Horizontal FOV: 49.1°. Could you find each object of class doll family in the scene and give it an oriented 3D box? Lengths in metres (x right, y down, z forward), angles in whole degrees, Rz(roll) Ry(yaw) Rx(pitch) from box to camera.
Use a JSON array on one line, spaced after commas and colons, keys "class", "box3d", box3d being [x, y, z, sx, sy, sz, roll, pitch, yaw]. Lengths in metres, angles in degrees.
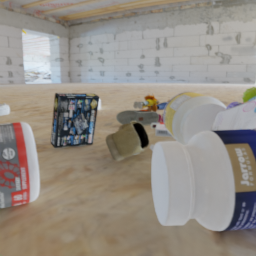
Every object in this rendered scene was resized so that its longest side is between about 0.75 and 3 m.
[{"class": "doll family", "box3d": [1.399, -1.018, 13.350, 2.719, 1.225, 1.688, 10, 16, 40]}]

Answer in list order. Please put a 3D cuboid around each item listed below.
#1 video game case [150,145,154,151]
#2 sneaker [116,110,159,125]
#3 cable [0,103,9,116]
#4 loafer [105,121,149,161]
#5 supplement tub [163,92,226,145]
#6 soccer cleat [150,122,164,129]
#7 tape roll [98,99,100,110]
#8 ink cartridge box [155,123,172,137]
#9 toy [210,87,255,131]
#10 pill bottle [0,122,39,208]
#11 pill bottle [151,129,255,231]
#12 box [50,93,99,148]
[{"class": "video game case", "box3d": [1.079, 0.799, 6.088, 1.054, 0.133, 1.158, 32, 3, -19]}, {"class": "sneaker", "box3d": [0.272, -0.407, 12.176, 1.907, 0.713, 1.013, 1, 3, -22]}, {"class": "cable", "box3d": [-7.045, -0.943, 14.765, 1.469, 0.509, 1.469, -11, 18, -38]}, {"class": "loafer", "box3d": [0.167, 0.294, 7.429, 0.819, 0.923, 2.427, -20, 6, 16]}, {"class": "supplement tub", "box3d": [2.053, -0.185, 8.465, 1.683, 1.683, 2.315, -1, 12, -3]}, {"class": "soccer cleat", "box3d": [1.308, -0.060, 11.340, 0.805, 0.281, 0.348, -2, 24, 9]}, {"class": "tape roll", "box3d": [-2.492, -1.427, 16.778, 1.698, 0.594, 1.698, 0, 11, 0]}, {"class": "ink cartridge box", "box3d": [1.633, -0.057, 10.567, 1.069, 0.375, 1.315, 3, 28, 13]}, {"class": "toy", "box3d": [3.040, -0.541, 6.615, 2.657, 1.530, 0.627, -18, 57, -5]}, {"class": "pill bottle", "box3d": [-2.904, 0.742, 4.652, 2.560, 1.483, 1.483, -7, 14, -25]}, {"class": "pill bottle", "box3d": [1.758, 0.782, 4.386, 2.642, 1.529, 1.529, -3, 12, -7]}, {"class": "box", "box3d": [-1.621, -0.225, 8.526, 1.304, 1.641, 0.378, -4, 25, -34]}]
